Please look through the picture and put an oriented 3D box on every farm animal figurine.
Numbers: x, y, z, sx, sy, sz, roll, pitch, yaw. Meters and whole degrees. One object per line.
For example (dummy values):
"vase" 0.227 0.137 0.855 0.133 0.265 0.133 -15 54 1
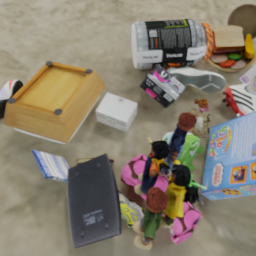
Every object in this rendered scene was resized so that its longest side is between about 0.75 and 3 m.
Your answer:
"farm animal figurine" 1.986 -0.242 7.954 0.605 1.161 1.148 -4 61 19

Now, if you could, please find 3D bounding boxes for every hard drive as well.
"hard drive" -0.798 1.702 6.634 1.314 0.412 1.948 -24 56 17

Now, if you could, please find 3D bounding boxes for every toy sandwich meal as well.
"toy sandwich meal" 3.575 -2.785 9.771 1.965 0.673 1.965 -4 53 6

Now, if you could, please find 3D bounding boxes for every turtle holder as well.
"turtle holder" 1.310 0.717 7.485 0.958 1.349 1.025 31 25 30

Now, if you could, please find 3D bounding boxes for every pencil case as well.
"pencil case" 0.704 1.648 6.704 1.037 1.005 2.215 -18 51 -42

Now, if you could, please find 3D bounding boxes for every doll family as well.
"doll family" 0.790 0.886 5.652 1.171 1.725 2.984 6 42 -4

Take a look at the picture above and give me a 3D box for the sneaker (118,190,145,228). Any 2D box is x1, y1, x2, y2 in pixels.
"sneaker" -0.303 1.871 6.888 1.421 0.536 0.543 29 65 22

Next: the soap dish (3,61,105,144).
"soap dish" -2.074 -0.858 8.113 1.995 1.030 2.536 15 49 14

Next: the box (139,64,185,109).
"box" 1.052 -1.280 8.647 1.118 0.738 0.641 40 64 -2

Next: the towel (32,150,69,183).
"towel" -1.858 0.990 7.123 0.145 1.216 0.893 -40 62 9

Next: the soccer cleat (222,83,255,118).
"soccer cleat" 3.594 -0.466 8.281 0.942 0.759 2.211 -20 52 6

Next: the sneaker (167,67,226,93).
"sneaker" 2.193 -1.671 9.163 2.000 0.703 0.801 9 37 0

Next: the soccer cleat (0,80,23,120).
"soccer cleat" -3.882 -0.884 8.803 0.570 0.531 1.558 3 55 24

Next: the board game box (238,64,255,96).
"board game box" 4.606 -1.584 8.343 0.427 2.120 1.622 10 47 -39

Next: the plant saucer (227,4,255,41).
"plant saucer" 4.376 -3.907 10.470 1.338 1.338 0.197 7 17 5

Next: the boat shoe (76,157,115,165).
"boat shoe" -0.880 0.993 7.614 1.054 0.380 0.379 -3 81 -13

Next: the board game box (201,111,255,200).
"board game box" 3.080 0.511 6.620 0.511 2.792 2.112 35 55 -23

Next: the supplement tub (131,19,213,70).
"supplement tub" 1.406 -2.811 9.399 2.523 1.546 1.546 -5 56 -3

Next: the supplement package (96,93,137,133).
"supplement package" -0.335 -0.467 8.424 1.006 0.558 0.784 21 59 13
